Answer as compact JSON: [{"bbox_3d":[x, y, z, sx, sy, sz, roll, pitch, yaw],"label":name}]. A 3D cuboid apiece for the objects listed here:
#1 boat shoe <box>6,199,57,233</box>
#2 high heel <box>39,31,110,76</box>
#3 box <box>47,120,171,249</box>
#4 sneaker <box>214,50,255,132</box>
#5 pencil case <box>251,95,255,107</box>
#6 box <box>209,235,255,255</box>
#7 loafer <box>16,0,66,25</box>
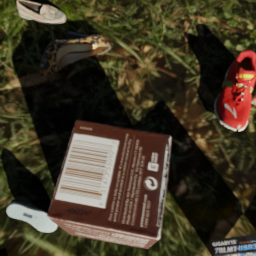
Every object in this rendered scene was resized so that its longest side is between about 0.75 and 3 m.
[{"bbox_3d":[-2.584,2.335,7.659,1.415,0.642,0.500,31,86,-15],"label":"boat shoe"},{"bbox_3d":[-1.853,-2.543,9.911,1.831,0.917,2.569,17,55,16],"label":"high heel"},{"bbox_3d":[-0.313,1.512,6.835,2.224,2.708,2.247,9,64,4],"label":"box"},{"bbox_3d":[3.577,-1.323,9.120,1.144,1.262,2.971,13,63,7],"label":"sneaker"},{"bbox_3d":[5.125,-0.452,8.873,1.039,0.904,2.323,-41,69,-3],"label":"pencil case"},{"bbox_3d":[2.763,2.803,6.579,1.605,1.618,0.402,-13,61,12],"label":"box"},{"bbox_3d":[-3.511,-4.640,11.196,2.006,0.631,0.721,12,63,6],"label":"loafer"}]
